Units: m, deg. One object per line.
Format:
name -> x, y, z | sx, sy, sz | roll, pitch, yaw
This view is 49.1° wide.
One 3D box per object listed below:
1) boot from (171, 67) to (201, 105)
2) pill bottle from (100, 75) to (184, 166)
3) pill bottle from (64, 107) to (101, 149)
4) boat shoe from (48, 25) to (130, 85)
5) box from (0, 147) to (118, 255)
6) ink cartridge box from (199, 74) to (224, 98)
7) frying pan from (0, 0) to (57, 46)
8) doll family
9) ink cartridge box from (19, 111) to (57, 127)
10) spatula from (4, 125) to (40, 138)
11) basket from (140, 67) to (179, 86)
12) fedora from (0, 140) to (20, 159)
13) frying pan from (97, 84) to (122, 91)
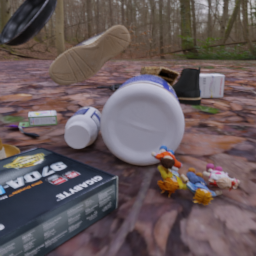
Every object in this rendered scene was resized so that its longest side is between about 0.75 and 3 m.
boot -> 2.078, -1.847, 11.750 | 2.173, 1.503, 0.842 | 11, 20, 34
pill bottle -> 0.385, -0.389, 6.600 | 1.647, 1.647, 2.846 | 2, 17, 5
pill bottle -> -1.089, 0.001, 6.818 | 0.776, 0.776, 1.398 | 1, 17, 3
boat shoe -> -0.722, -1.329, 5.221 | 1.688, 0.607, 0.547 | -39, 18, -14
box -> -1.625, 1.022, 3.742 | 1.915, 0.554, 2.410 | 13, 21, 38
ink cartridge box -> 3.595, -1.962, 12.986 | 1.374, 1.012, 0.994 | -1, 16, -5
frying pan -> -2.153, -2.710, 6.210 | 1.669, 0.449, 2.760 | -33, 42, 19
doll family -> 0.989, 0.859, 4.498 | 1.456, 0.656, 0.904 | 19, 11, 2
ink cartridge box -> -2.747, -0.276, 8.527 | 1.111, 0.329, 0.577 | -5, 17, -16
spatula -> -2.836, 0.083, 7.603 | 1.492, 0.153, 0.422 | 17, 5, 39
basket -> 1.464, -2.182, 13.283 | 1.232, 1.181, 1.654 | 10, 3, 39
fedora -> -3.108, 0.411, 5.485 | 1.843, 0.752, 1.843 | 0, 17, 0
frying pan -> -0.495, -2.066, 14.557 | 1.266, 0.341, 2.093 | 11, 21, 34
